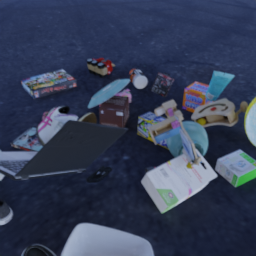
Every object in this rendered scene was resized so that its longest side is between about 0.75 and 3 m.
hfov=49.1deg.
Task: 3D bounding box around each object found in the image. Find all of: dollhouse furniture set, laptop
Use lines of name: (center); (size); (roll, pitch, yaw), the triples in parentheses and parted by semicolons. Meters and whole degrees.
dollhouse furniture set: (1.245, 0.330, 7.795); (0.986, 1.426, 1.511); (-26, 47, 2)
laptop: (-2.087, 0.378, 7.671); (2.992, 1.734, 2.802); (16, 3, 26)

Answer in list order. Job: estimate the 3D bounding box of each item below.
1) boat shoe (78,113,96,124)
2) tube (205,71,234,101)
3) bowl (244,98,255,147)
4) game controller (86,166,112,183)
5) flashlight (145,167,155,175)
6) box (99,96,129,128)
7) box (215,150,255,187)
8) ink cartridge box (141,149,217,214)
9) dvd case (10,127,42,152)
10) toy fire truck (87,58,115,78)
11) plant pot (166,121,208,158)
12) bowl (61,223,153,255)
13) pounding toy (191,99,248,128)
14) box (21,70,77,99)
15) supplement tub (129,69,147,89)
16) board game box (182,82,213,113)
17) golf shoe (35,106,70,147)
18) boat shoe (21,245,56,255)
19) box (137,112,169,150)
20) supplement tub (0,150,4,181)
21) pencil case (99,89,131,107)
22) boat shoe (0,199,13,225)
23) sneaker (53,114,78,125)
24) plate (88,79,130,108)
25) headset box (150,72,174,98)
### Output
boat shoe: (-1.903, 0.106, 10.409); (0.653, 0.726, 2.012); (2, 40, 34)
tube: (3.356, -1.584, 10.568); (0.711, 1.837, 0.463); (9, 72, 5)
bowl: (5.222, -0.426, 9.800); (2.413, 2.413, 1.299); (5, 26, 8)
game controller: (-0.879, 1.441, 8.654); (0.488, 0.197, 0.936); (3, 21, 27)
flashlight: (1.305, 1.389, 8.751); (1.531, 0.518, 0.520); (-7, -3, -15)
box: (-0.544, -0.626, 11.305); (0.973, 0.963, 1.173); (8, 35, 10)
box: (3.486, 1.273, 8.910); (1.030, 0.498, 0.909); (-18, 39, -23)
ink cartridge box: (1.478, 1.482, 8.066); (1.893, 0.637, 1.108); (-22, 63, -26)
dvd case: (-3.296, 0.493, 10.355); (1.627, 0.179, 1.188); (12, 36, 20)
toy fire truck: (-1.315, -3.524, 15.847); (1.407, 1.029, 1.599); (28, 53, 36)
plant pot: (1.955, 0.597, 9.042); (1.364, 1.364, 0.914); (1, 27, 2)
bowl: (-0.435, 2.906, 5.776); (1.889, 0.705, 1.886); (14, 14, 1)
pounding toy: (3.521, -0.307, 10.505); (2.025, 1.162, 1.158); (-18, 28, 22)
box: (-4.017, -2.268, 14.254); (2.321, 0.437, 1.585); (-23, 40, -30)
supplement tub: (0.475, -2.517, 14.197); (0.726, 0.726, 1.185); (-9, 32, -13)
board game box: (3.099, -1.299, 12.299); (0.992, 0.992, 0.993); (24, 41, 33)
golf shoe: (-2.643, -0.113, 10.026); (1.022, 0.806, 2.219); (-28, 33, 15)
boat shoe: (-1.570, 3.256, 5.729); (0.857, 0.707, 2.497); (-22, 40, -30)
box: (1.413, 0.200, 10.167); (2.256, 0.791, 0.725); (26, 37, 35)
supplement tub: (-4.940, 0.817, 8.697); (2.267, 1.496, 1.496); (28, 43, 36)
pencil case: (-0.564, -1.252, 12.553); (1.534, 0.670, 0.670); (-23, 40, -29)
boat shoe: (-4.145, 2.068, 7.523); (2.094, 0.694, 0.732); (9, 35, 14)
sneaker: (-2.138, -0.218, 9.617); (0.384, 0.511, 1.025); (14, 6, 34)
plate: (-0.883, -1.532, 11.793); (2.124, 0.271, 2.124); (-32, 17, 11)
headset box: (1.571, -1.998, 12.711); (0.755, 1.016, 0.381); (27, 16, 11)
